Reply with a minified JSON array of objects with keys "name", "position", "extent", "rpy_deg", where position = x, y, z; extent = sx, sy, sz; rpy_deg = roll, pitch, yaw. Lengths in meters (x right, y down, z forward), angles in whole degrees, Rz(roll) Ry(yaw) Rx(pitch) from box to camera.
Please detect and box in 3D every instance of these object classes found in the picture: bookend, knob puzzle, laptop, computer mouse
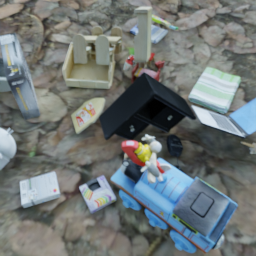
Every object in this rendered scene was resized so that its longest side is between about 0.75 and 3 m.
[{"name":"bookend","position":[0.550,-0.297,8.165],"extent":[1.966,1.954,0.906],"rpy_deg":[-41,47,25]},{"name":"knob puzzle","position":[-1.145,-0.448,8.510],"extent":[1.327,0.184,1.327],"rpy_deg":[-25,40,23]},{"name":"laptop","position":[2.975,-0.543,7.869],"extent":[1.917,1.111,1.795],"rpy_deg":[18,19,-3]},{"name":"computer mouse","position":[1.350,0.872,7.904],"extent":[0.457,0.265,1.559],"rpy_deg":[12,53,-22]}]

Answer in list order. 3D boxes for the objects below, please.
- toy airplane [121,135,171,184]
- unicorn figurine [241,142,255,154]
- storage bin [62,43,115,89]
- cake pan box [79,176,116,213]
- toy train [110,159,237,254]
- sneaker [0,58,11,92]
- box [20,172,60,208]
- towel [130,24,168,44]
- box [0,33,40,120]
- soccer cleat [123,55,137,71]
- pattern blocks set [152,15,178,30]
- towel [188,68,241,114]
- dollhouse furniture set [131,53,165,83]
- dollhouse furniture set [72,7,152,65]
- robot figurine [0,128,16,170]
[{"name":"toy airplane","position":[0.457,0.594,5.600],"extent":[1.016,0.720,1.020],"rpy_deg":[-4,48,-49]},{"name":"unicorn figurine","position":[4.448,0.216,7.928],"extent":[1.619,0.870,2.357],"rpy_deg":[-8,19,42]},{"name":"storage bin","position":[-1.325,-2.174,9.828],"extent":[1.600,0.750,1.589],"rpy_deg":[4,52,2]},{"name":"cake pan box","position":[-0.799,1.710,7.293],"extent":[0.725,0.206,0.788],"rpy_deg":[-22,57,-18]},{"name":"toy train","position":[0.928,1.606,6.439],"extent":[2.937,1.678,1.273],"rpy_deg":[34,60,23]},{"name":"sneaker","position":[-5.005,-1.829,9.528],"extent":[2.287,0.809,1.134],"rpy_deg":[-1,56,-11]},{"name":"box","position":[-2.314,1.606,7.329],"extent":[0.935,0.193,0.729],"rpy_deg":[-16,48,-11]},{"name":"towel","position":[0.856,-3.974,11.553],"extent":[1.332,0.159,0.978],"rpy_deg":[30,59,21]},{"name":"box","position":[-3.408,-1.629,8.830],"extent":[0.528,1.729,2.184],"rpy_deg":[-16,55,-12]},{"name":"soccer cleat","position":[0.087,-2.299,9.934],"extent":[0.350,0.435,1.021],"rpy_deg":[33,29,0]},{"name":"pattern blocks set","position":[1.255,-4.349,11.327],"extent":[1.648,0.134,1.449],"rpy_deg":[26,25,4]},{"name":"towel","position":[2.969,-1.355,9.521],"extent":[1.333,0.274,1.786],"rpy_deg":[24,57,17]},{"name":"dollhouse furniture set","position":[0.801,-2.121,9.857],"extent":[0.873,0.660,1.622],"rpy_deg":[19,56,13]},{"name":"dollhouse furniture set","position":[-0.478,-3.179,9.446],"extent":[2.432,1.615,2.131],"rpy_deg":[5,27,10]},{"name":"robot figurine","position":[-3.766,0.745,7.329],"extent":[1.925,1.087,1.632],"rpy_deg":[-50,38,-15]}]
